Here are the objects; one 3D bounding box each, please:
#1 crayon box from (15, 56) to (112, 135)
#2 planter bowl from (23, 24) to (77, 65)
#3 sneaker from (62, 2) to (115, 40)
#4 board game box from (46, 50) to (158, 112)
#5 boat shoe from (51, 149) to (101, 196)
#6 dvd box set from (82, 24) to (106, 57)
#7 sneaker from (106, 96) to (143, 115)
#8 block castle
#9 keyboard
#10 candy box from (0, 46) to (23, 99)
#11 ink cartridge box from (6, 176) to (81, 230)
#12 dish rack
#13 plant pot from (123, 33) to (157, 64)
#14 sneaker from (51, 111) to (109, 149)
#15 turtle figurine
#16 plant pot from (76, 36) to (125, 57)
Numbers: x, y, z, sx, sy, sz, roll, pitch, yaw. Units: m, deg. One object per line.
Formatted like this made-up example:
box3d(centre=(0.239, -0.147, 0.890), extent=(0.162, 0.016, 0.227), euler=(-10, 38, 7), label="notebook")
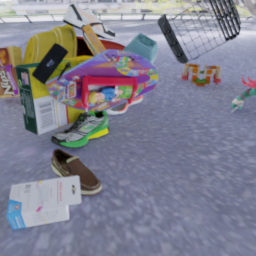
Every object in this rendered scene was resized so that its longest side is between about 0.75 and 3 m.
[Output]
box3d(centre=(-1.589, -1.005, 7.627), extent=(0.671, 1.678, 2.643), euler=(17, 27, 38), label="crayon box")
box3d(centre=(-2.839, -2.316, 9.506), extent=(1.135, 2.726, 2.726), euler=(7, 19, -35), label="planter bowl")
box3d(centre=(-1.157, -3.446, 9.139), extent=(1.862, 0.745, 0.687), euler=(15, 8, -35), label="sneaker")
box3d(centre=(-0.526, -0.762, 6.448), extent=(2.551, 0.497, 2.015), euler=(-19, -26, 28), label="board game box")
box3d(centre=(-1.168, 0.885, 5.935), extent=(1.528, 0.565, 0.564), euler=(22, 34, 36), label="boat shoe")
box3d(centre=(-0.661, -1.755, 6.791), extent=(0.196, 1.332, 0.975), euler=(-34, 6, -5), label="dvd box set")
box3d(centre=(-0.261, -1.132, 9.545), extent=(0.840, 0.893, 2.181), euler=(15, 31, 27), label="sneaker")
box3d(centre=(3.112, -2.238, 11.917), extent=(1.626, 0.763, 1.087), euler=(8, 24, 11), label="block castle")
box3d(centre=(-1.536, -1.271, 5.819), extent=(0.553, 0.870, 0.090), euler=(38, 3, -11), label="keyboard")
box3d(centre=(-4.239, -1.942, 9.963), extent=(1.009, 1.730, 0.489), euler=(-2, 7, 21), label="candy box")
box3d(centre=(-1.473, 1.332, 5.089), extent=(1.240, 0.421, 0.714), euler=(-7, 36, -9), label="ink cartridge box")
box3d(centre=(1.338, -1.859, 5.190), extent=(1.340, 1.027, 0.365), euler=(-25, 30, 19), label="dish rack")
box3d(centre=(0.285, -1.829, 7.023), extent=(0.847, 0.865, 0.849), euler=(30, 43, -1), label="plant pot")
box3d(centre=(-1.275, -0.034, 7.441), extent=(0.734, 0.802, 1.882), euler=(17, 29, 33), label="sneaker")
box3d(centre=(4.616, -1.086, 9.098), extent=(2.068, 1.391, 2.762), euler=(19, 27, 33), label="turtle figurine")
box3d(centre=(-1.301, -2.226, 10.315), extent=(2.317, 2.315, 2.042), euler=(19, 28, 32), label="plant pot")
